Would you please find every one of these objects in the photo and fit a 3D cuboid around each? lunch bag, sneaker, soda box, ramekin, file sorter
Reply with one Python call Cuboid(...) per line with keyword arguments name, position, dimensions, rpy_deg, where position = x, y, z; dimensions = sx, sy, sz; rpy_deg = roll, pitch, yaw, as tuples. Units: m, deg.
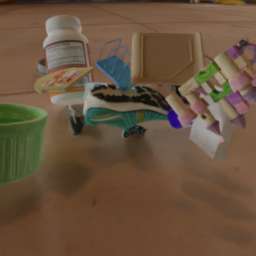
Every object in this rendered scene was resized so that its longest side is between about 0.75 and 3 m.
Cuboid(name="lunch bag", position=(-0.652, -0.931, 8.292), dimensions=(1.161, 0.708, 0.989), rpy_deg=(8, 6, -26))
Cuboid(name="sneaker", position=(-1.332, -0.328, 8.589), dimensions=(0.937, 0.609, 1.623), rpy_deg=(-6, 29, -15))
Cuboid(name="soda box", position=(1.478, -1.052, 7.742), dimensions=(0.501, 1.416, 0.448), rpy_deg=(-16, 73, 5))
Cuboid(name="ramekin", position=(-3.152, 0.273, 6.150), dimensions=(2.668, 1.303, 2.668), rpy_deg=(5, 13, -1))
Cuboid(name="sneaker", position=(0.202, 0.116, 8.004), dimensions=(0.449, 0.298, 0.790), rpy_deg=(11, 26, 44))
Cuboid(name="file sorter", position=(-0.140, -1.714, 7.456), dimensions=(1.156, 0.709, 0.802), rpy_deg=(43, 48, 14))
Cuboid(name="sneaker", position=(0.118, -0.499, 7.763), dimensions=(2.852, 1.136, 1.105), rpy_deg=(3, 40, -27))

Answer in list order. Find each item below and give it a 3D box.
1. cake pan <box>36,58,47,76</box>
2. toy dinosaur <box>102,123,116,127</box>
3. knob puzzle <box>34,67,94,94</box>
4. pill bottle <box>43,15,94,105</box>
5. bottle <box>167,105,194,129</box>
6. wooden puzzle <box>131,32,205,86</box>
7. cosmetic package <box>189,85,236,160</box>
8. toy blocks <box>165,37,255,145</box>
Cuboid(name="cake pan", position=(-3.304, -3.039, 13.569), dimensions=(2.301, 0.422, 2.301), rpy_deg=(0, 29, 0))
Cuboid(name="toy dinosaur", position=(-0.110, -0.145, 8.495), dimensions=(1.271, 0.302, 0.560), rpy_deg=(-18, 34, -38))
Cuboid(name="knob puzzle", position=(-1.534, -1.028, 6.262), dimensions=(1.377, 0.191, 1.377), rpy_deg=(-11, 31, 7))
Cuboid(name="pill bottle", position=(-2.014, -2.238, 9.498), dimensions=(1.540, 2.746, 1.540), rpy_deg=(-9, -2, 0))
Cuboid(name="bottle", position=(1.656, -0.333, 7.627), dimensions=(1.351, 0.441, 0.564), rpy_deg=(-13, 75, -41))
Cuboid(name="wooden puzzle", position=(0.956, -1.689, 6.901), dimensions=(1.750, 0.326, 1.619), rpy_deg=(0, 62, 5))
Cuboid(name="cosmetic package", position=(1.997, -0.161, 6.517), dimensions=(0.377, 1.460, 1.101), rpy_deg=(2, 23, -19))
Cuboid(name="toy blocks", position=(1.979, -0.635, 5.530), dimensions=(1.453, 1.613, 1.726), rpy_deg=(52, 41, 2))
